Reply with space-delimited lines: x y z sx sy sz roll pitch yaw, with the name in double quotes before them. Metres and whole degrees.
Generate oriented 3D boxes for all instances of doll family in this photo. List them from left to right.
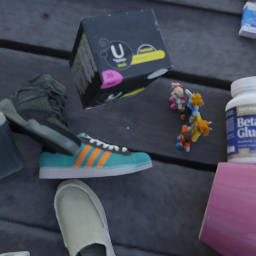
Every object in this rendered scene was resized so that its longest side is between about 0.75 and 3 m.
"doll family" 1.571 -0.328 6.946 0.799 1.101 1.774 -9 77 -2

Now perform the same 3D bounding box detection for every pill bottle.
"pill bottle" 3.020 -0.098 6.863 1.173 1.173 2.112 2 76 0

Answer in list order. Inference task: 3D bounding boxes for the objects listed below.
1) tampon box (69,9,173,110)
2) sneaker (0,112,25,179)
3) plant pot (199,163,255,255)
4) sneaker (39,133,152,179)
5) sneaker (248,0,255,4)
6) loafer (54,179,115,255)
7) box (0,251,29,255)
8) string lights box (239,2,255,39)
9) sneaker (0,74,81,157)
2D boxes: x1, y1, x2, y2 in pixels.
"tampon box" -0.255 -1.210 5.321 1.325 1.768 1.116 -18 87 -20
"sneaker" -3.974 0.598 6.797 2.833 1.059 1.505 -6 118 20
"plant pot" 2.902 1.899 5.793 2.457 2.745 2.745 15 77 19
"sneaker" -0.809 0.636 6.789 2.738 0.977 1.094 -3 82 1
"sneaker" 4.198 -3.721 8.002 1.592 0.553 0.792 42 80 9
"loafer" -0.919 2.466 6.384 1.053 0.950 2.783 -25 78 -5
"box" -2.625 3.957 6.086 0.753 0.904 2.201 -6 79 -2
"string lights box" 3.515 -3.075 7.996 0.481 0.276 0.936 14 78 3
"sneaker" -1.856 -0.432 6.636 2.786 1.065 1.596 27 71 39
